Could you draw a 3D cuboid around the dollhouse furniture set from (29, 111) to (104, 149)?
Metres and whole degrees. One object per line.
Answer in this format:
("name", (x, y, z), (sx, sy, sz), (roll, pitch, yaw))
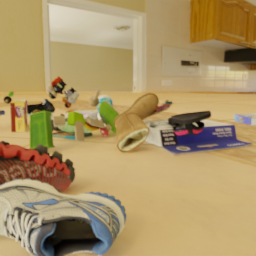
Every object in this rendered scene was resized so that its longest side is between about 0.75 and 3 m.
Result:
("dollhouse furniture set", (-1.736, 0.183, 8.273), (1.259, 0.973, 2.519), (-10, -10, 23))

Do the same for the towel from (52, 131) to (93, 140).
("towel", (-1.937, 0.219, 9.374), (1.240, 0.135, 0.909), (5, 10, 29))

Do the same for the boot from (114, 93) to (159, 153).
("boot", (0.343, -0.191, 8.016), (1.723, 0.650, 1.967), (-40, 17, 6))

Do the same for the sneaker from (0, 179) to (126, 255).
("sneaker", (-0.940, 1.029, 3.085), (1.783, 0.687, 0.759), (1, 14, 6))

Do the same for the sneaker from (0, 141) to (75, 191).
("sneaker", (-1.938, 0.748, 3.997), (0.934, 1.292, 2.644), (-8, -21, 41))

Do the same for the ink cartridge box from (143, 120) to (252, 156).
("ink cartridge box", (1.804, 0.132, 8.614), (2.721, 0.553, 2.726), (-4, 10, -23))

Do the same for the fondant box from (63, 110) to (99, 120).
("fondant box", (-1.998, -0.460, 12.279), (1.212, 0.489, 1.680), (1, 11, 14))

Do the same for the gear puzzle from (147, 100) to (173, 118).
("gear puzzle", (0.626, -0.531, 9.699), (1.859, 0.243, 0.963), (-22, 10, 26))

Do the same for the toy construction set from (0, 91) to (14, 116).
("toy construction set", (-5.270, -0.889, 10.290), (1.564, 1.304, 1.202), (22, 25, -13))

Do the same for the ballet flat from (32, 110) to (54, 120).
("ballet flat", (-3.226, -0.405, 11.018), (1.079, 0.370, 0.340), (21, -21, -21))

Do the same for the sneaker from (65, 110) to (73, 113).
("sneaker", (-2.397, -0.580, 13.483), (1.259, 0.459, 0.485), (6, -4, -7))

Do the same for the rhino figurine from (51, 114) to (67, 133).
("rhino figurine", (-2.249, -0.140, 9.645), (1.442, 0.630, 0.431), (-12, 49, -49))

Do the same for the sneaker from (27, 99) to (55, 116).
("sneaker", (-4.077, -0.982, 12.604), (1.639, 0.917, 0.599), (15, 29, -45))

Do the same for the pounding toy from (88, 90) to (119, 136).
("pounding toy", (-0.852, -0.315, 9.547), (0.801, 1.727, 1.333), (-40, 6, -13))

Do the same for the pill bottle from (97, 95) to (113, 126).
("pill bottle", (-0.952, -0.719, 11.678), (0.680, 1.228, 0.680), (-5, -35, -4))

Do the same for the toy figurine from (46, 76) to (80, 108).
("toy figurine", (-2.814, -1.481, 12.041), (1.232, 0.871, 1.251), (40, 2, -34))

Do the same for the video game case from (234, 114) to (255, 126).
("video game case", (5.614, -0.386, 12.314), (1.320, 0.331, 1.456), (-1, 10, -7))

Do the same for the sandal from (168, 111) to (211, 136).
("sandal", (1.548, -0.085, 7.290), (0.948, 0.569, 2.525), (-6, -1, 3))

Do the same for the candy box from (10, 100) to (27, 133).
("candy box", (-4.195, -0.504, 10.811), (0.522, 1.079, 1.849), (-1, 9, -15))
